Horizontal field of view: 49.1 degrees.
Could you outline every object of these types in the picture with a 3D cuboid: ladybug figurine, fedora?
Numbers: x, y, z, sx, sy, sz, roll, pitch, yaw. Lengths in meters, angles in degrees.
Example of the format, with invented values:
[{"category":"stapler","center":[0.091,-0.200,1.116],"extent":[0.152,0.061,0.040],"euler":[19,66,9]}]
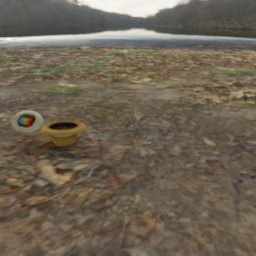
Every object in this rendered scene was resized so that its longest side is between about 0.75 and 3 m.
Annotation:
[{"category":"ladybug figurine","center":[-3.972,-0.175,11.182],"extent":[1.458,0.525,0.990],"euler":[12,68,20]},{"category":"fedora","center":[-2.491,0.245,10.852],"extent":[1.807,0.737,1.807],"euler":[1,15,0]}]
